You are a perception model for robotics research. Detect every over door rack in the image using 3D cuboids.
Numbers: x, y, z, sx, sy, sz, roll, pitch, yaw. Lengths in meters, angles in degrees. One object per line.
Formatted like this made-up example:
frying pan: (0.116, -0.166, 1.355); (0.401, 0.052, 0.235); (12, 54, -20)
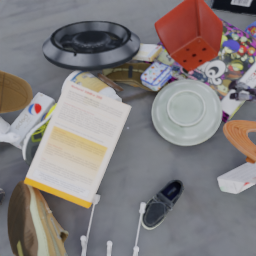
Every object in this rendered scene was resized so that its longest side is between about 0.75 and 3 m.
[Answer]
over door rack: (-0.327, 2.191, 5.813); (1.179, 0.532, 1.596); (10, 63, 4)

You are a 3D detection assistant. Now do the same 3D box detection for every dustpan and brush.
dustpan and brush: (-3.116, 0.162, 6.378); (2.033, 0.582, 1.419); (-11, 27, 40)

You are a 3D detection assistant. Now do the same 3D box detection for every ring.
ring: (3.123, 0.518, 5.455); (2.626, 0.252, 2.626); (13, 24, -6)

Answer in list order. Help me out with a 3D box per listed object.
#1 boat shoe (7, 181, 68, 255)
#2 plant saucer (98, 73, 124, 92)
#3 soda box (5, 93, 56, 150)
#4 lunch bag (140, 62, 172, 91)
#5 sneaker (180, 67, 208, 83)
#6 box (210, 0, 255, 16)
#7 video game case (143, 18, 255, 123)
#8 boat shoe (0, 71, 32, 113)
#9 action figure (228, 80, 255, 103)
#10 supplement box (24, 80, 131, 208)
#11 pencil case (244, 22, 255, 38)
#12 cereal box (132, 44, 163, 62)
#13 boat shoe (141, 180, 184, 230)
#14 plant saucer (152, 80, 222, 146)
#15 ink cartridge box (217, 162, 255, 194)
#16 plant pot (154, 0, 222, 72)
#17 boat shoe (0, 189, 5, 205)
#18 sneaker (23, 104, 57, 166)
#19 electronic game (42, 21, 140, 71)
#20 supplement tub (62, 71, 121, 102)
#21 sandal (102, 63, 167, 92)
boat shoe: (-1.691, 2.161, 5.552); (1.014, 0.954, 2.662); (17, 28, -38)
plant saucer: (-0.473, -1.170, 7.301); (0.817, 0.817, 0.131); (35, 97, 17)
soda box: (-2.431, -0.176, 7.083); (0.490, 0.458, 1.440); (25, 66, 12)
lunch bag: (0.746, -1.328, 7.112); (0.616, 0.290, 0.769); (33, 72, 33)
sneaker: (1.676, -1.364, 7.166); (0.770, 0.316, 0.270); (27, 102, 17)
box: (3.694, -4.708, 9.136); (1.694, 1.050, 1.666); (10, 61, 5)
video game case: (2.341, -1.917, 7.912); (2.888, 0.517, 2.618); (39, 72, 18)
boat shoe: (-3.712, -0.897, 6.595); (2.836, 0.889, 1.039); (4, 95, -12)
action figure: (3.043, -0.731, 6.539); (1.376, 0.477, 0.895); (9, 74, -12)
supplement box: (-1.040, 0.331, 6.041); (1.438, 0.839, 2.283); (23, 86, -4)
pencil case: (4.541, -3.095, 8.366); (2.261, 0.882, 0.982); (-34, 66, -16)
cereal box: (0.464, -2.065, 7.659); (0.795, 0.157, 0.572); (19, 55, 36)
boat shoe: (0.762, 1.638, 6.165); (0.497, 0.414, 1.331); (40, 70, 17)
plant saucer: (1.403, -0.438, 6.796); (1.710, 0.429, 1.710); (-3, 76, 11)
ink cartridge box: (2.793, 1.014, 5.855); (1.209, 1.502, 0.376); (-22, 93, -16)
plant pot: (1.497, -2.116, 6.666); (1.238, 1.237, 1.091); (26, 50, -38)
boat shoe: (-2.923, 1.812, 5.976); (0.334, 0.387, 1.065); (10, 50, 21)
sneaker: (-1.793, 0.116, 6.653); (0.769, 0.676, 1.816); (5, 58, 38)
electronic game: (-0.994, -2.300, 7.712); (2.657, 0.553, 2.657); (0, 42, 0)
supplement tub: (-0.916, -0.782, 7.116); (1.314, 0.951, 0.951); (36, 68, 18)
sandal: (0.192, -1.390, 7.623); (1.778, 0.480, 0.714); (9, 80, 2)
